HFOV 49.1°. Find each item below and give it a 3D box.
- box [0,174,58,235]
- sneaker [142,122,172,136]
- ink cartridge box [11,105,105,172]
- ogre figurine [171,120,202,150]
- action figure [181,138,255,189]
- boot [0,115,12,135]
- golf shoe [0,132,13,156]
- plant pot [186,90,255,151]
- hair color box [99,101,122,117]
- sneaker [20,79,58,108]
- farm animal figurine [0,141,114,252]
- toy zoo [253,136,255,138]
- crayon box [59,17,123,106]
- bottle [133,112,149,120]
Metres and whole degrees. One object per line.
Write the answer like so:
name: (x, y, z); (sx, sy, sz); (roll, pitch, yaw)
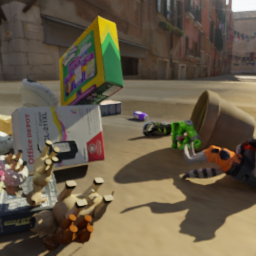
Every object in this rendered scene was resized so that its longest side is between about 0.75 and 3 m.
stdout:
box: (-2.212, 1.565, 6.031); (1.360, 0.440, 1.725); (-4, 14, -20)
sneaker: (1.377, 0.031, 12.168); (1.700, 0.603, 0.704); (-4, 7, -27)
ink cartridge box: (-1.967, 0.271, 7.950); (2.312, 1.685, 0.957); (-6, -2, -31)
ogre figurine: (1.838, 0.234, 9.311); (0.777, 0.950, 1.584); (-10, 0, -1)
action figure: (2.890, 1.031, 7.571); (2.607, 1.410, 2.695); (12, -10, 19)
boot: (-6.096, -0.061, 11.735); (2.095, 0.981, 2.695); (2, 12, 8)
golf shoe: (-4.403, 0.508, 9.348); (1.359, 1.094, 2.795); (-1, 13, -31)
plant pot: (3.316, -0.061, 9.979); (1.895, 2.184, 2.184); (16, 14, 1)
hair color box: (-1.743, -1.128, 16.765); (2.487, 0.753, 1.244); (-10, 16, -35)
sneaker: (-3.048, -0.404, 9.552); (1.127, 3.000, 1.216); (18, 57, 10)
farm animal figurine: (-1.548, 1.291, 5.152); (2.199, 1.106, 1.776); (35, 27, 4)
toy zoo: (4.894, 0.325, 12.056); (0.567, 0.088, 0.864); (-8, 15, -28)
crayon box: (-1.316, -1.839, 9.130); (0.764, 2.260, 2.619); (10, -26, -39)
bottle: (0.730, -0.652, 15.590); (0.464, 0.362, 1.110); (-6, 14, -31)
